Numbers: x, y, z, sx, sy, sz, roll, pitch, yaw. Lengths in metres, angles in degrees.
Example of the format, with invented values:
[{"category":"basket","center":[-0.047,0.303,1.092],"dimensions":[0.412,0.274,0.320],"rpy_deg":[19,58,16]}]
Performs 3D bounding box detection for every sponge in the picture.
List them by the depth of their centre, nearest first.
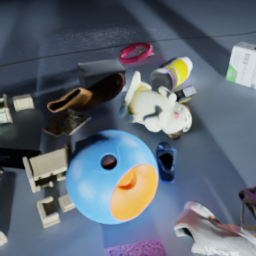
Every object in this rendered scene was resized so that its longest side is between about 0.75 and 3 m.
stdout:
[{"category":"sponge","center":[0.216,3.172,6.697],"dimensions":[1.467,0.219,0.818],"rpy_deg":[-8,37,-10]}]

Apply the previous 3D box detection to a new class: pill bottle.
[{"category":"pill bottle","center":[2.187,-2.668,13.694],"dimensions":[1.269,1.269,2.434],"rpy_deg":[24,43,28]}]

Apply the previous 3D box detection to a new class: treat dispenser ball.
[{"category":"treat dispenser ball","center":[-0.427,1.279,7.461],"dimensions":[2.433,2.433,2.433],"rpy_deg":[0,37,0]}]

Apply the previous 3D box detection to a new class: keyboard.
[{"category":"keyboard","center":[-4.308,1.192,9.319],"dimensions":[2.513,0.322,1.509],"rpy_deg":[3,30,6]}]

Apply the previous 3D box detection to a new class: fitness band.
[{"category":"fitness band","center":[0.397,-4.413,16.548],"dimensions":[2.071,0.387,1.487],"rpy_deg":[-33,47,-21]}]

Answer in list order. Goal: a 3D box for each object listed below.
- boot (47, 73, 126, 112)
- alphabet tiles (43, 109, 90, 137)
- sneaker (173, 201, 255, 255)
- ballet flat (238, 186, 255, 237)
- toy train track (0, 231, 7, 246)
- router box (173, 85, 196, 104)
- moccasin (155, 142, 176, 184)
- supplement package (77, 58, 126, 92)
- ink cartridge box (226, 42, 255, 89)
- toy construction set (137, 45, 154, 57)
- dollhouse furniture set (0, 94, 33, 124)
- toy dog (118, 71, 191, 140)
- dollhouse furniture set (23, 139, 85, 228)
[{"category":"boot","center":[-1.452,-1.417,10.603],"dimensions":[2.545,0.926,2.704],"rpy_deg":[-24,-3,12]},{"category":"alphabet tiles","center":[-2.587,-0.207,11.392],"dimensions":[1.392,0.063,1.665],"rpy_deg":[19,40,24]},{"category":"sneaker","center":[2.136,2.807,6.807],"dimensions":[2.319,0.878,1.067],"rpy_deg":[24,49,39]},{"category":"ballet flat","center":[3.424,2.558,7.108],"dimensions":[0.958,0.931,2.693],"rpy_deg":[-14,30,12]},{"category":"toy train track","center":[-4.300,2.246,7.749],"dimensions":[2.895,0.471,1.660],"rpy_deg":[28,45,32]},{"category":"router box","center":[1.932,-1.157,11.518],"dimensions":[1.468,1.154,0.383],"rpy_deg":[-23,81,-7]},{"category":"moccasin","center":[1.321,1.009,9.276],"dimensions":[0.731,0.620,1.818],"rpy_deg":[-3,37,-3]},{"category":"supplement package","center":[-1.271,-2.450,13.525],"dimensions":[2.011,1.115,1.566],"rpy_deg":[-12,38,-15]},{"category":"ink cartridge box","center":[6.272,-2.930,13.622],"dimensions":[2.459,1.795,1.034],"rpy_deg":[27,43,30]},{"category":"toy construction set","center":[1.124,-4.597,16.999],"dimensions":[1.108,0.510,0.726],"rpy_deg":[-37,49,-25]},{"category":"dollhouse furniture set","center":[-5.132,-1.238,11.052],"dimensions":[2.394,2.118,1.331],"rpy_deg":[-14,40,-17]},{"category":"toy dog","center":[1.027,-0.482,10.030],"dimensions":[2.463,2.388,1.718],"rpy_deg":[22,69,4]},{"category":"dollhouse furniture set","center":[-1.702,1.640,8.384],"dimensions":[2.213,1.231,1.958],"rpy_deg":[-17,64,-22]}]
